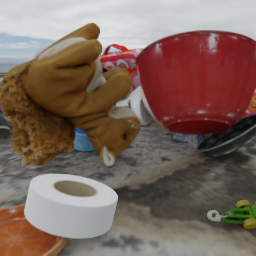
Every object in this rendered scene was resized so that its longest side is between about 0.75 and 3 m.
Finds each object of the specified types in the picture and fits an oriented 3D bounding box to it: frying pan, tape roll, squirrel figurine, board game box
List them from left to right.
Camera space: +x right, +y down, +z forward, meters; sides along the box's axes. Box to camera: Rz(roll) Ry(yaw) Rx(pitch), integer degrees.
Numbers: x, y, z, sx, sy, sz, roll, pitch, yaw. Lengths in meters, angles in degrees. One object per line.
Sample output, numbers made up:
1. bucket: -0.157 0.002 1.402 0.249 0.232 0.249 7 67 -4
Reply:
1. tape roll: -0.723 0.956 3.615 1.138 0.398 1.138 13 6 -1
2. squirrel figurine: -1.061 -0.332 5.628 2.656 2.479 1.880 -28 30 0
3. board game box: 1.781 0.187 7.345 1.154 0.356 1.153 11 17 37
4. frying pan: 2.712 -0.087 6.323 2.596 0.423 1.570 -31 1 -13

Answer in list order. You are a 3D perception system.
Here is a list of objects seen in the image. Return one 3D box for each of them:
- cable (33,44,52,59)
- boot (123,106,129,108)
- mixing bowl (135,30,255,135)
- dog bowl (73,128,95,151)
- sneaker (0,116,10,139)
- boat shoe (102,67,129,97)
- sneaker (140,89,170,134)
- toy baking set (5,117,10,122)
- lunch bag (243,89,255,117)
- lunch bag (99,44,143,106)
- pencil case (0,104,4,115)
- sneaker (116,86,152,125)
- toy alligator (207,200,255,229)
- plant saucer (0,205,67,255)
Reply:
1. cable: -2.770 -2.308 10.006 1.424 1.424 0.493 53 19 21
2. boot: -0.250 -0.352 8.622 1.186 0.410 1.032 -26 11 -21
3. mixing bowl: 1.539 -0.724 6.253 2.820 1.527 2.820 3 -13 1
4. dog bowl: -0.752 -0.015 7.061 0.901 0.400 1.616 21 39 34
5. sneaker: -3.920 -0.036 7.526 1.305 0.488 0.693 5 31 -38
6. boat shoe: -1.076 -1.947 10.727 2.838 0.998 0.999 18 44 36
7. sneaker: 1.090 -0.829 8.747 1.036 0.925 2.592 -33 31 11
8. toy baking set: -2.865 -0.200 8.517 2.149 0.250 1.649 -7 14 -33
9. lunch bag: 4.641 -0.471 8.106 2.118 0.985 2.405 14 8 -12
10. lunch bag: -0.189 -2.230 11.683 2.942 2.591 1.205 3 34 43
11. pencil case: -4.770 -0.597 9.064 1.563 0.665 0.722 -15 4 -2
12. sneaker: 0.146 -0.573 9.903 1.176 0.750 2.036 -30 30 20
13. toy alligator: 1.522 1.158 3.698 1.032 0.248 0.342 -1 46 -5
14. plant saucer: -1.335 1.294 3.270 1.257 0.203 1.257 1 14 0
